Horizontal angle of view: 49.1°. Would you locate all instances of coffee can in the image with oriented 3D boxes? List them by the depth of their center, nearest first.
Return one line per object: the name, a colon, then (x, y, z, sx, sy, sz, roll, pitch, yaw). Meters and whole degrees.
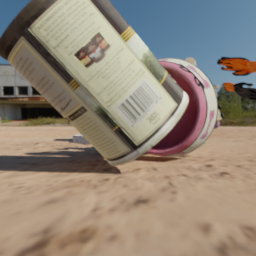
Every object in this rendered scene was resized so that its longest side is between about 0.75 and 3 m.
coffee can: (-0.567, -0.989, 5.219, 2.078, 2.840, 2.078, -39, 16, 13)

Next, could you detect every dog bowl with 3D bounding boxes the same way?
dog bowl: (0.791, -0.442, 6.631, 2.471, 2.471, 0.911, 1, 5, 25)

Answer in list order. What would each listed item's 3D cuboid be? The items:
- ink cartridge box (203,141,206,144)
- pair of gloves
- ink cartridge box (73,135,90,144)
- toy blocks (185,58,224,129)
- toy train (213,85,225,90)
ink cartridge box: (1.729, 0.212, 10.347, 1.399, 0.807, 1.915, -7, 3, -18)
pair of gloves: (3.896, -1.663, 9.616, 1.699, 0.236, 1.907, 24, -22, 46)
ink cartridge box: (-1.660, 0.471, 11.741, 0.698, 0.328, 1.484, -3, 3, -40)
toy blocks: (1.304, -0.614, 8.185, 2.273, 2.124, 1.914, -13, -19, 8)
toy train: (2.431, -1.572, 9.572, 1.540, 0.891, 0.652, -19, 4, 36)
